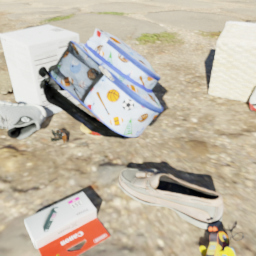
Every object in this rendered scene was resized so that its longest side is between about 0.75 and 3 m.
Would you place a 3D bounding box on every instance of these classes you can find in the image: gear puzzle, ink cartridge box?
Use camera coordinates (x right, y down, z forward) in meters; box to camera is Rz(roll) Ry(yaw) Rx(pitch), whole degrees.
[{"bbox_3d":[-6.048,-1.878,13.307,1.551,0.392,2.995,7,37,7],"label":"gear puzzle"},{"bbox_3d":[-1.460,2.393,6.705,1.614,0.352,1.401,-21,37,-29],"label":"ink cartridge box"}]

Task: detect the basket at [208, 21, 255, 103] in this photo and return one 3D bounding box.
[{"bbox_3d":[5.378,-2.832,12.449,2.962,2.936,2.382,15,40,21],"label":"basket"}]

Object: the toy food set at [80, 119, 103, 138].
[{"bbox_3d":[-1.116,-0.018,10.465,1.130,0.275,1.118,20,38,29],"label":"toy food set"}]

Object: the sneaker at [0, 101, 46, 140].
[{"bbox_3d":[-4.450,-0.233,10.167,2.709,1.016,1.564,-2,35,-5],"label":"sneaker"}]

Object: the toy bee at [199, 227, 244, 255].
[{"bbox_3d":[1.915,2.568,6.080,0.887,0.736,1.354,-35,6,32],"label":"toy bee"}]

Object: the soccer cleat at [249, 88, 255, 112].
[{"bbox_3d":[5.927,-0.728,10.676,0.994,1.233,2.896,-17,36,-24],"label":"soccer cleat"}]

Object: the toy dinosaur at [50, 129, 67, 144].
[{"bbox_3d":[-2.415,0.270,9.941,0.596,0.449,0.879,-2,8,-32],"label":"toy dinosaur"}]

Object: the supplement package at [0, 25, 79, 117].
[{"bbox_3d":[-3.444,-2.417,11.662,2.253,2.968,2.236,28,42,36],"label":"supplement package"}]

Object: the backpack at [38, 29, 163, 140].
[{"bbox_3d":[-0.308,-0.976,6.812,2.514,2.033,2.640,48,21,5],"label":"backpack"}]

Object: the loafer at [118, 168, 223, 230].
[{"bbox_3d":[1.065,1.577,7.405,2.964,0.932,1.066,19,38,27],"label":"loafer"}]
